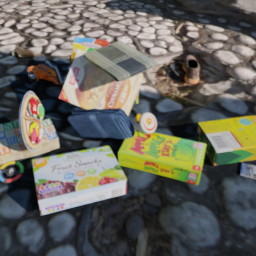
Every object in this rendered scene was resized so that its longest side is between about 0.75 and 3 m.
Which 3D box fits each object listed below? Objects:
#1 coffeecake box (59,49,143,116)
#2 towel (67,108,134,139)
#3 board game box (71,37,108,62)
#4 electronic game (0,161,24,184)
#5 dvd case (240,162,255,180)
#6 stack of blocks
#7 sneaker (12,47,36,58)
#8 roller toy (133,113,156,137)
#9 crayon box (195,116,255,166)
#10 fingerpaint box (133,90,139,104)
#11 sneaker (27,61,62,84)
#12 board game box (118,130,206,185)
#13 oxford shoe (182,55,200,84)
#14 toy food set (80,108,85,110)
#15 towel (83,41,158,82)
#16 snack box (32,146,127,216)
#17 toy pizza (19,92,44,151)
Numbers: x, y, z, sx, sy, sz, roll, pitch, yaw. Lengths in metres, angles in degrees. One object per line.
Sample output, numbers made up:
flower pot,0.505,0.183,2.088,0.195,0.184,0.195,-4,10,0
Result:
coffeecake box,-1.025,-1.580,11.024,2.682,2.059,0.980,22,3,5
towel,-0.987,-0.156,10.371,2.414,1.347,0.586,0,47,32
board game box,-1.717,-3.566,12.920,1.681,0.443,2.198,3,34,-10
electronic game,-4.096,1.543,9.782,0.919,0.191,0.919,0,47,0
dvd case,4.442,1.560,9.923,0.892,0.078,0.636,14,41,16
stack of blocks,-3.984,0.426,10.542,2.394,0.701,1.378,-18,57,-21
sneaker,-6.263,-4.414,16.841,1.589,0.560,0.600,17,62,23
roller toy,0.599,-0.156,9.845,0.744,0.816,0.570,-24,7,-36
crayon box,4.278,0.415,10.736,2.858,0.726,1.814,-7,38,-7
fingerpaint box,-0.632,-1.470,12.391,2.104,0.772,1.755,5,6,4
sneaker,-4.363,-2.658,14.459,1.360,0.942,2.428,-26,36,-22
board game box,1.232,0.965,10.149,2.882,0.686,1.464,12,41,14
oxford shoe,3.508,-3.429,15.202,0.930,0.951,2.608,2,40,3
toy food set,-1.115,-0.443,11.849,1.888,0.617,1.111,3,48,-15
towel,-0.303,-2.430,10.199,1.967,0.353,2.043,-30,56,-32
snack box,-1.623,1.593,9.117,2.692,0.713,1.915,-10,34,-19
toy pizza,-3.158,-0.223,9.441,0.318,2.004,2.004,-2,40,0
